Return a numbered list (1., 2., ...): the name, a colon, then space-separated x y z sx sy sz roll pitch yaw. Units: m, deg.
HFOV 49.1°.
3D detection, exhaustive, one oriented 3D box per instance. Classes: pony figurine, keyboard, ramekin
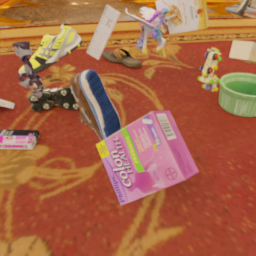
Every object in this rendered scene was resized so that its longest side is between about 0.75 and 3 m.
1. pony figurine: 1.012 -4.487 12.573 2.154 2.231 1.858 28 42 20
2. keyboard: -1.077 -3.959 11.789 0.641 2.276 0.121 35 35 4
3. ramekin: 5.247 -1.481 12.632 2.342 1.144 2.342 0 35 0

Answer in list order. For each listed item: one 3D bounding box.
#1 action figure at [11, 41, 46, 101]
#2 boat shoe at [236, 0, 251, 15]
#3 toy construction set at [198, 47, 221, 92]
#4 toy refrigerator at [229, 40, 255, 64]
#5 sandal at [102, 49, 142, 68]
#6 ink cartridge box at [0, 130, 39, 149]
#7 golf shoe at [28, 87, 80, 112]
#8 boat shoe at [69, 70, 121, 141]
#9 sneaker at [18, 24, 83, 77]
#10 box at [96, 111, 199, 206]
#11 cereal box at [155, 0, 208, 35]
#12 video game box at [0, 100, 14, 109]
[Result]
1. action figure: -2.324 -1.313 6.601 0.482 1.388 0.903 -15 17 -6
2. boat shoe: 4.310 -4.508 10.252 0.312 0.369 1.036 39 69 -3
3. toy construction set: 2.341 -1.688 7.803 0.577 1.252 0.821 7 -3 42
4. toy refrigerator: 4.755 -2.829 10.741 2.040 0.714 0.775 -5 21 -44
5. sandal: -0.378 -4.364 17.063 1.186 0.792 2.902 -29 44 -35
6. ink cartridge box: -4.432 0.435 10.647 1.873 0.347 0.887 -1 35 2
7. golf shoe: -3.034 -1.469 12.738 2.848 1.099 1.254 -3 27 -5
8. boat shoe: -0.875 -0.431 7.601 0.832 2.298 0.830 -5 25 33
9. sneaker: -2.671 -2.523 9.265 2.332 0.891 0.879 -39 21 -11
10. box: 0.399 0.701 6.579 0.879 1.819 1.600 -7 71 -56
11. cereal box: 2.301 -4.892 12.025 2.074 1.492 0.410 1 33 30
12. video game box: -5.951 -1.192 12.345 1.214 0.312 1.332 12 -2 20
